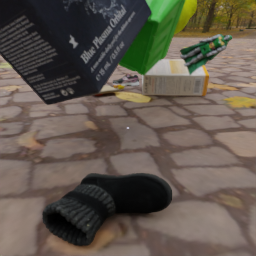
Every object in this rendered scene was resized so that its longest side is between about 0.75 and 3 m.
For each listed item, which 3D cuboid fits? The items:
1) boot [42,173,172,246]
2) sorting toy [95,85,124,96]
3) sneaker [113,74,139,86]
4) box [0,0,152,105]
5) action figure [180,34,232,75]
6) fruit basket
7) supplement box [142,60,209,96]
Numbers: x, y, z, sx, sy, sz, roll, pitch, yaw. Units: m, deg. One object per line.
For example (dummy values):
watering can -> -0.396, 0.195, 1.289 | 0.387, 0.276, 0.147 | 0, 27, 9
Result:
boot -> -0.240, 1.074, 3.761 | 1.513, 0.569, 1.131 | -3, 12, 21
sorting toy -> -0.810, -1.470, 10.928 | 1.516, 0.203, 1.130 | -11, 19, -27
sneaker -> -0.099, -2.073, 12.015 | 1.150, 0.497, 0.462 | -5, 20, -12
box -> -1.321, -2.545, 5.582 | 1.730, 2.946, 2.897 | -6, 45, 40
action figure -> 2.324, -2.317, 8.287 | 1.523, 0.899, 0.416 | -26, -12, 26
fruit basket -> 0.772, -3.480, 8.672 | 2.238, 3.102, 3.102 | 24, 25, 4
supplement box -> 1.732, -1.961, 10.796 | 2.380, 0.875, 1.500 | 1, 36, 3
